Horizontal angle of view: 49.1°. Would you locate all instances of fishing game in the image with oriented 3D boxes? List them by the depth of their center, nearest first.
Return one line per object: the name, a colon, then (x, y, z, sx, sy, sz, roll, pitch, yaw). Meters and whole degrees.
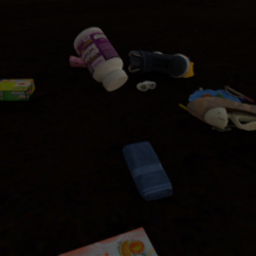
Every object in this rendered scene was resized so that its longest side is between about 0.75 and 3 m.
fishing game: (3.477, -1.129, 11.149, 2.885, 0.448, 2.066, -19, 40, -25)

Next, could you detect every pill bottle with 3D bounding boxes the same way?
pill bottle: (-1.125, -2.875, 11.976, 1.422, 1.422, 2.533, -25, 76, -34)

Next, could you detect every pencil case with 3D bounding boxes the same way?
pencil case: (-2.366, -3.410, 14.641, 1.391, 0.576, 0.602, 9, 50, 12)

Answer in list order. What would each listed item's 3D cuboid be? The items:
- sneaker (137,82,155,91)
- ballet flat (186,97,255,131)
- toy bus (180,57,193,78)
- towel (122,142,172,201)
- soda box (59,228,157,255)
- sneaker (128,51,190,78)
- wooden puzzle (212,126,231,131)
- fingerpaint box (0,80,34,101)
sneaker: (0.730, -1.872, 12.475, 0.938, 0.365, 0.466, -10, 26, -32)
ballet flat: (3.482, -0.402, 9.472, 2.944, 1.002, 0.990, 5, 43, 3)
toy bus: (2.658, -3.053, 13.673, 0.718, 1.016, 1.059, -19, 35, -25)
towel: (0.462, 1.105, 7.270, 0.885, 0.385, 1.584, -6, 52, -25)
soda box: (-0.744, 2.663, 4.768, 2.601, 0.827, 0.889, -12, 35, -17)
sneaker: (1.276, -3.016, 13.298, 2.145, 1.128, 2.968, -9, 22, -33)
wooden puzzle: (3.266, -0.039, 9.776, 0.801, 0.056, 0.475, -7, 33, -12)
fingerpaint box: (-4.803, -1.605, 11.835, 1.370, 0.503, 1.143, -1, 33, -3)
